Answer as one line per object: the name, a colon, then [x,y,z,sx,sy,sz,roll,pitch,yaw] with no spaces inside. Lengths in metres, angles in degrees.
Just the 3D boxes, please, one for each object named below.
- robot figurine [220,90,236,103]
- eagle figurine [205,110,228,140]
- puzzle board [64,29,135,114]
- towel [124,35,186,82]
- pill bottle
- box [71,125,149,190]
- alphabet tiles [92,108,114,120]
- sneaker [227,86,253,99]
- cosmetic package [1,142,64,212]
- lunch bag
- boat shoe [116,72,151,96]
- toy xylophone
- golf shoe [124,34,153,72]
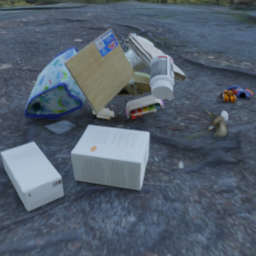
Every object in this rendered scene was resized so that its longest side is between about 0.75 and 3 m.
robot figurine: [4.738,-1.492,13.198,0.729,0.293,1.006,9,31,6]
eagle figurine: [3.351,-0.157,10.541,0.888,0.884,1.171,12,20,0]
puzzle board: [-0.781,-1.790,8.674,0.201,1.738,2.306,-6,34,44]
towel: [1.160,-2.716,11.108,1.846,0.480,2.785,52,25,22]
pill bottle: [1.063,-1.600,8.863,0.753,0.753,1.322,3,57,4]
box: [-0.464,0.840,8.368,1.988,1.057,1.513,7,34,11]
alphabet tiles: [-1.048,-0.635,11.778,0.910,0.066,0.890,9,31,-11]
sneaker: [5.310,-1.693,13.434,1.198,0.451,0.470,21,42,35]
cosmetic package: [-2.770,1.304,7.990,1.064,0.775,2.093,-20,37,-29]
lunch bag: [-2.932,-1.627,11.369,2.645,1.686,2.249,-16,45,26]
boat shoe: [-0.129,-1.509,10.542,2.689,0.981,0.846,8,65,32]
toy xylophone: [0.626,-0.811,11.343,1.636,0.411,1.197,-11,40,12]
golf shoe: [0.298,-2.846,12.250,1.333,1.073,2.741,17,74,6]
